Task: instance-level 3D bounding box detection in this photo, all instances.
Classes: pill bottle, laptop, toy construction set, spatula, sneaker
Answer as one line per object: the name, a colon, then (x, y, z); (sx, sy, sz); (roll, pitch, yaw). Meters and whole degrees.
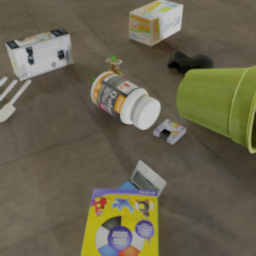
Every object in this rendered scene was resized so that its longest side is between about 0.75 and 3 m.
pill bottle: (-0.108, -0.932, 9.631); (2.273, 1.323, 1.323); (34, 52, 32)
laptop: (0.265, 1.583, 7.373); (1.024, 1.093, 0.634); (38, 20, 33)
toy construction set: (-0.546, -2.051, 10.959); (1.317, 1.214, 1.579); (-26, 49, -26)
spatula: (-4.765, -1.140, 10.644); (1.623, 0.187, 2.334); (7, 47, 16)
sneaker: (2.659, -2.684, 12.139); (2.055, 0.781, 0.933); (14, 53, 25)

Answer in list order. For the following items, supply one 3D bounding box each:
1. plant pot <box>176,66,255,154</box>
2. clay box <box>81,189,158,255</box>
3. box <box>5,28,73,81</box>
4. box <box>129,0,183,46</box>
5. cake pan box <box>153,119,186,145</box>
plant pot: (3.034, -0.870, 8.905); (2.587, 2.724, 2.724); (18, 44, 34)
clay box: (-0.154, 2.679, 6.078); (1.626, 0.674, 2.830); (1, 42, 3)
box: (-3.725, -3.170, 12.031); (2.539, 1.481, 0.763); (-25, 50, -27)
box: (1.457, -5.588, 14.755); (1.535, 1.383, 2.728); (29, 50, 29)
cake pan box: (1.367, 0.125, 9.287); (0.771, 0.219, 0.837); (29, 49, 31)
